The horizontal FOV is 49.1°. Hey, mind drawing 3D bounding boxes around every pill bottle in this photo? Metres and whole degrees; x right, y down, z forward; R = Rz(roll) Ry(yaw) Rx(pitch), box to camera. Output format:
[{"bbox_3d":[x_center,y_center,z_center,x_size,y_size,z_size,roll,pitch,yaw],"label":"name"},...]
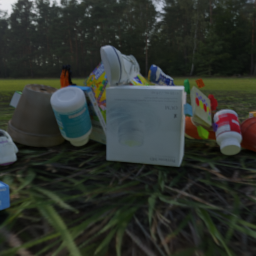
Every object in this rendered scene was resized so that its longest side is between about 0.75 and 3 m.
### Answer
[{"bbox_3d":[-1.817,-0.297,9.338,1.085,1.958,1.085,-4,42,3],"label":"pill bottle"},{"bbox_3d":[3.104,0.144,8.722,0.740,0.740,1.318,1,52,7],"label":"pill bottle"}]

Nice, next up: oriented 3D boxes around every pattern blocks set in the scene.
[{"bbox_3d":[1.860,-0.495,7.123,0.149,1.612,1.834,-13,-33,36],"label":"pattern blocks set"}]

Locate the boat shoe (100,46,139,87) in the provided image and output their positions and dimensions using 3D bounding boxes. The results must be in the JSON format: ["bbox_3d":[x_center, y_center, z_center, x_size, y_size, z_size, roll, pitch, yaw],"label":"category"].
[{"bbox_3d":[-0.182,-1.768,8.223,1.001,1.017,2.868,-18,-3,-2],"label":"boat shoe"}]

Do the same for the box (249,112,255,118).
[{"bbox_3d":[5.878,-0.269,12.187,1.497,0.891,0.310,-5,11,-25],"label":"box"}]

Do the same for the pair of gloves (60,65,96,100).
[{"bbox_3d":[-1.896,-1.244,10.410,0.257,2.082,1.855,-32,-15,-29],"label":"pair of gloves"}]

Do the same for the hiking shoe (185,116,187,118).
[{"bbox_3d":[2.858,-0.857,15.963,1.212,0.610,0.459,3,11,16],"label":"hiking shoe"}]

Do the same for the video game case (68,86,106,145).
[{"bbox_3d":[-1.360,-0.431,9.890,0.195,2.193,1.569,-35,28,-27],"label":"video game case"}]

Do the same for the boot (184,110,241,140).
[{"bbox_3d":[2.972,0.032,9.985,2.446,0.918,1.311,16,-29,-21],"label":"boot"}]

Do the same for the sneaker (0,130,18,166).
[{"bbox_3d":[-3.668,0.451,8.292,0.714,0.950,1.907,-12,14,-27],"label":"sneaker"}]

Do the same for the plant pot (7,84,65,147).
[{"bbox_3d":[-3.172,-0.553,10.109,2.086,1.810,2.086,13,17,-4],"label":"plant pot"}]

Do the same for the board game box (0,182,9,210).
[{"bbox_3d":[-3.888,1.247,5.313,2.738,0.501,2.071,10,15,41],"label":"board game box"}]

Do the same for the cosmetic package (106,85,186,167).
[{"bbox_3d":[0.538,-0.124,8.133,2.117,2.123,1.305,3,12,16],"label":"cosmetic package"}]

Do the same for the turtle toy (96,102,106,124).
[{"bbox_3d":[-1.262,-0.625,11.768,1.045,1.506,2.067,-25,33,-16],"label":"turtle toy"}]

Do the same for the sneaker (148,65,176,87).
[{"bbox_3d":[1.526,-2.116,12.165,0.898,0.767,2.037,17,-2,25],"label":"sneaker"}]

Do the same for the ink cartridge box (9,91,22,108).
[{"bbox_3d":[-4.485,-1.031,13.554,1.371,0.792,1.877,25,4,15],"label":"ink cartridge box"}]

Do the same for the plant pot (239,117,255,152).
[{"bbox_3d":[4.209,0.348,8.800,1.125,1.125,1.094,-3,20,-16],"label":"plant pot"}]

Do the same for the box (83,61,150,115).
[{"bbox_3d":[0.023,-1.223,11.015,2.408,1.525,2.500,54,20,23],"label":"box"}]
